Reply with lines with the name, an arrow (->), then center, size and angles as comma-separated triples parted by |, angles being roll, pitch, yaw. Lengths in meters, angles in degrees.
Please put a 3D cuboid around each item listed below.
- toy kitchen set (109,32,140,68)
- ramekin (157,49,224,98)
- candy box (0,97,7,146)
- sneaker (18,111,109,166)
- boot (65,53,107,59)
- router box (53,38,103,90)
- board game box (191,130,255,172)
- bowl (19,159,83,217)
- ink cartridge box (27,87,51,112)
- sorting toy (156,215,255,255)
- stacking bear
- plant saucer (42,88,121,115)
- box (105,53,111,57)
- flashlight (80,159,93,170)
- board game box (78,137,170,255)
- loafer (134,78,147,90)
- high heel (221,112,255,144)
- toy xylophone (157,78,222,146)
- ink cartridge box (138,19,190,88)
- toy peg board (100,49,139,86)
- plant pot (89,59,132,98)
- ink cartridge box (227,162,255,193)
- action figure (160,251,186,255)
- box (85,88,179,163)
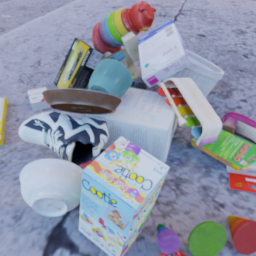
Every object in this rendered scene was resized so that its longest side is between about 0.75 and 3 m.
toy kitchen set -> -0.743, -3.403, 12.361 | 2.108, 1.242, 1.689 | -33, 51, -2
ramekin -> 2.460, -2.392, 12.262 | 2.992, 1.570, 2.992 | 21, 26, -11
candy box -> -5.714, -0.239, 11.176 | 1.510, 0.390, 2.954 | -7, 39, -13
sneaker -> -2.113, 0.447, 8.574 | 2.941, 1.174, 1.914 | 6, 28, -1
boot -> -2.282, -3.953, 15.619 | 1.749, 0.698, 1.923 | 31, 53, 14
router box -> -2.265, -2.573, 12.369 | 0.620, 2.375, 1.868 | 17, 18, -42
board game box -> 3.366, 0.675, 9.550 | 1.130, 0.355, 2.366 | -30, 31, -18
bowl -> -1.981, 1.727, 7.340 | 1.887, 1.887, 0.848 | -1, 42, -1
ink cartridge box -> -3.914, -1.269, 12.399 | 0.832, 0.483, 1.153 | -15, 41, -18
sorting toy -> 2.018, 2.624, 7.212 | 2.865, 0.994, 0.987 | 1, 14, -13
stacking bear -> -0.092, -4.567, 12.561 | 2.910, 1.655, 1.767 | -16, -3, 41
plant saucer -> -1.375, -0.719, 8.369 | 2.343, 2.343, 0.403 | 3, 83, 0
box -> -0.957, -3.096, 14.099 | 0.350, 1.163, 0.678 | 5, 34, 5
flashlight -> -1.373, 1.247, 9.061 | 0.730, 0.732, 2.155 | -42, 51, -11
board game box -> -0.206, 1.763, 6.684 | 1.385, 2.642, 1.361 | 32, 48, 19
loafer -> 0.592, -1.896, 12.225 | 0.543, 1.512, 0.476 | 13, 77, 8
high heel -> 4.927, 0.156, 10.360 | 2.977, 1.003, 1.428 | 16, 36, 29
toy xylophone -> 1.974, -0.725, 9.529 | 2.076, 0.712, 2.835 | 0, 55, -35
ink cartridge box -> 1.254, -2.899, 10.587 | 1.692, 0.595, 2.835 | -27, 42, 22
toy peg board -> -0.631, -2.310, 13.046 | 2.156, 1.054, 2.147 | -23, 52, 5
plant pot -> -0.700, -1.466, 9.550 | 1.376, 1.376, 1.104 | 16, 52, 19
ink cartridge box -> 4.132, 1.437, 9.073 | 1.741, 0.379, 1.511 | 8, 37, 10
action figure -> 1.239, 3.599, 6.177 | 0.905, 0.715, 2.765 | -11, 37, -10
box -> 0.238, -0.242, 10.254 | 2.872, 1.527, 2.187 | 12, 40, 15
